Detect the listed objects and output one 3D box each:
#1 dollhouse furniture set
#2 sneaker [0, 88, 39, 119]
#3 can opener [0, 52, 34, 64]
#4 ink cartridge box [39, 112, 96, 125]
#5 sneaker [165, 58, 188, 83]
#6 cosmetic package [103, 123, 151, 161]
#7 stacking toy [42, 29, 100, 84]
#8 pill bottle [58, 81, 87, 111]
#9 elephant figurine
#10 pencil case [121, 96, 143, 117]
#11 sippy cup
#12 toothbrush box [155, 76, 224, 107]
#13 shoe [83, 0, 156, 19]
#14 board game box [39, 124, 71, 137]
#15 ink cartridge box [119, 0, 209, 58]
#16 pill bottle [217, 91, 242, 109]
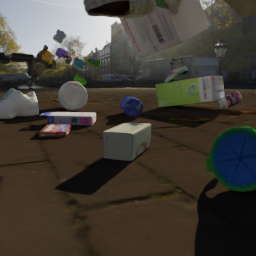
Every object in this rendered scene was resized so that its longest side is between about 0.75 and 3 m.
[{"bbox_3d":[1.516,-2.882,6.482,1.928,2.433,1.727,-21,-26,-28],"label":"dollhouse furniture set"},{"bbox_3d":[-4.660,-0.971,10.941,0.985,1.159,2.618,7,12,27],"label":"sneaker"},{"bbox_3d":[-3.133,-1.899,7.757,1.048,0.348,0.276,-9,-20,-36],"label":"can opener"},{"bbox_3d":[-2.041,-0.337,9.663,1.755,0.368,1.047,3,10,1],"label":"ink cartridge box"},{"bbox_3d":[1.776,-2.298,10.865,0.458,0.823,1.177,-6,-15,-38],"label":"sneaker"},{"bbox_3d":[0.012,0.244,5.821,0.641,0.541,1.240,5,10,21],"label":"cosmetic package"},{"bbox_3d":[-1.794,-2.176,8.821,1.667,0.392,1.257,32,-34,-18],"label":"stacking toy"},{"bbox_3d":[-2.854,-1.705,14.404,1.390,1.390,2.495,-2,10,-12],"label":"pill bottle"},{"bbox_3d":[-3.168,-2.133,9.773,1.198,0.930,0.848,-37,15,-21],"label":"elephant figurine"},{"bbox_3d":[0.099,-0.948,12.050,0.826,0.742,1.901,-14,11,-4],"label":"pencil case"},{"bbox_3d":[1.777,0.446,4.038,0.840,0.900,1.146,6,16,-43],"label":"sippy cup"},{"bbox_3d":[3.294,-1.922,14.869,2.980,1.283,2.169,-3,7,35],"label":"toothbrush box"},{"bbox_3d":[-0.119,-1.900,4.450,1.167,0.408,0.311,-2,50,-8],"label":"shoe"},{"bbox_3d":[-2.077,0.052,8.093,0.723,0.137,1.405,-2,10,-7],"label":"board game box"},{"bbox_3d":[0.953,-3.654,9.103,1.200,2.070,2.858,-32,15,-18],"label":"ink cartridge box"},{"bbox_3d":[5.100,-1.369,14.104,1.113,0.620,0.620,-22,9,5],"label":"pill bottle"}]
